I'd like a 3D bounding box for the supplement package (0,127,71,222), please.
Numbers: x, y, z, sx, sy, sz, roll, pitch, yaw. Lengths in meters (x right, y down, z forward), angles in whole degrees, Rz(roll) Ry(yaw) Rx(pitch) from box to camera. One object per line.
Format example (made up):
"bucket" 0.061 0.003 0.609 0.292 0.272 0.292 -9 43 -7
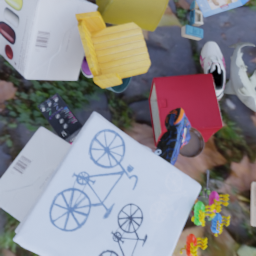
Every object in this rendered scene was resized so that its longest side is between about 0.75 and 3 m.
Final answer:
"supplement package" -2.217 1.591 8.090 1.705 2.318 2.217 32 74 10

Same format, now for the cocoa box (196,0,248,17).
"cocoa box" 2.311 -3.356 6.648 0.876 1.336 0.891 -41 112 -13

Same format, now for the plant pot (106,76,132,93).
"plant pot" -0.645 -2.047 9.916 0.981 1.464 1.464 16 70 33

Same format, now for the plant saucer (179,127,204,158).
"plant saucer" 1.532 0.381 7.259 0.870 0.150 0.870 3 67 -8

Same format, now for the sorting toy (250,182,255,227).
"sorting toy" 4.592 2.786 8.749 1.506 0.300 2.037 9 71 3

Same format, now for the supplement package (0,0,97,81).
"supplement package" -2.366 -2.734 7.620 1.642 2.135 2.233 -7 38 -46

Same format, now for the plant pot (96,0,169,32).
"plant pot" 0.261 -4.241 8.054 1.964 1.732 1.964 2 77 -25

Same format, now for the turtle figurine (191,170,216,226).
"turtle figurine" 1.439 1.484 5.894 0.937 0.675 0.909 -50 50 24

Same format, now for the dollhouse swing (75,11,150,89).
"dollhouse swing" -0.257 -1.936 6.717 1.390 1.437 1.581 -15 89 5

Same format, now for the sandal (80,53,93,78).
"sandal" -1.321 -2.728 9.023 1.066 0.644 2.620 -28 55 32

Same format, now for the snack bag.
"snack bag" -0.136 1.394 4.949 2.665 0.285 2.513 33 70 -10

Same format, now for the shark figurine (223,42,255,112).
"shark figurine" 3.811 -1.835 9.997 1.724 1.204 2.885 -2 76 -36

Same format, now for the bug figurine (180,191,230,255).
"bug figurine" 1.545 1.868 5.532 0.382 1.485 1.151 16 110 41

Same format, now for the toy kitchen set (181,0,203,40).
"toy kitchen set" 2.329 -3.672 9.114 0.734 0.999 1.247 3 86 -25

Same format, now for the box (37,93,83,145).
"box" -2.184 -0.227 9.416 0.832 0.959 1.569 -37 74 -10

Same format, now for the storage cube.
"storage cube" 1.745 -0.540 9.101 1.856 1.765 2.065 -4 71 -2

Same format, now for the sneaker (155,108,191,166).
"sneaker" 1.183 0.266 6.677 0.666 0.640 1.699 41 51 -22

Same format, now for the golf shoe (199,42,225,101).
"golf shoe" 3.104 -2.138 9.998 0.881 1.117 2.426 1 70 1
